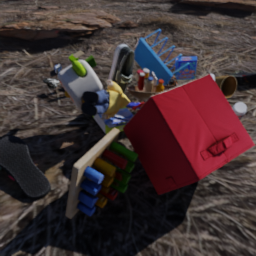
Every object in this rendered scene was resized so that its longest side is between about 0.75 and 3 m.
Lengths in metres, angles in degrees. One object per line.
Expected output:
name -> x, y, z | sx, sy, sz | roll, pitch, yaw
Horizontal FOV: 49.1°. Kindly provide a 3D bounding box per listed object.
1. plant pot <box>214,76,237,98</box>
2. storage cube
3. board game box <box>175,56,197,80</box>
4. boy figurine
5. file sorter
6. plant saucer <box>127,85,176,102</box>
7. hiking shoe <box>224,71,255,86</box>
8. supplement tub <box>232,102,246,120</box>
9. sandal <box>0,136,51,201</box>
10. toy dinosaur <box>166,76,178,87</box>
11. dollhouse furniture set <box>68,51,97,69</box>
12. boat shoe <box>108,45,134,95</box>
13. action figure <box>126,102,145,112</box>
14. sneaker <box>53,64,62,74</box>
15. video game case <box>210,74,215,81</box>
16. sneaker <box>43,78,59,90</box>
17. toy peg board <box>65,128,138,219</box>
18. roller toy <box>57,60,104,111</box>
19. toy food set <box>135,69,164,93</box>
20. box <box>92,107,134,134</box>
plant pot -> 4.477, -2.084, 13.656 | 1.073, 1.073, 1.151 | -17, 24, -24
storage cube -> 1.564, 0.250, 8.062 | 2.225, 2.603, 2.340 | -24, 80, -27
board game box -> 2.676, -2.757, 13.059 | 0.963, 1.266, 0.285 | -1, 58, 9
boy figurine -> -0.668, -0.998, 9.860 | 0.724, 1.397, 2.247 | 15, 17, 26
file sorter -> 1.372, -2.894, 11.873 | 1.231, 1.392, 2.006 | -36, 83, -20
plant saucer -> 0.988, -1.175, 9.586 | 2.062, 0.377, 2.062 | 0, 15, 0
hiking shoe -> 6.167, -2.713, 14.667 | 2.072, 0.785, 1.043 | -1, 38, 1
supplement tub -> 4.536, -0.665, 11.572 | 0.544, 0.775, 0.544 | -2, 67, 5
sandal -> -3.448, 1.320, 9.035 | 1.049, 0.629, 2.792 | -29, 58, -28
toy dinosaur -> 1.872, -1.164, 11.370 | 1.471, 1.107, 2.168 | 5, 48, -47
dollhouse furniture set -> -2.096, -2.889, 13.966 | 0.857, 1.708, 1.119 | -38, 55, -13
boat shoe -> -0.232, -2.000, 10.578 | 0.779, 2.161, 0.766 | -15, 37, -30
action figure -> 0.347, -0.833, 10.979 | 2.003, 0.518, 0.655 | 0, -9, 20
sneaker -> -4.053, -3.317, 16.006 | 0.388, 0.381, 1.008 | -14, 30, 5
video game case -> 2.407, -0.606, 9.559 | 0.230, 1.943, 1.768 | 3, -13, -20
sneaker -> -2.967, -1.663, 10.734 | 0.312, 0.425, 0.939 | 21, 12, 11
toy peg board -> -0.628, 1.394, 7.620 | 0.970, 1.984, 1.976 | 26, 37, 15
roller toy -> -1.697, -1.446, 9.968 | 1.220, 1.746, 1.593 | -34, 16, -8
toy food set -> 0.677, -1.653, 9.394 | 0.700, 0.659, 1.465 | -7, 47, -13
box -> -0.633, -0.496, 11.606 | 1.366, 0.534, 2.241 | -13, 36, -23
